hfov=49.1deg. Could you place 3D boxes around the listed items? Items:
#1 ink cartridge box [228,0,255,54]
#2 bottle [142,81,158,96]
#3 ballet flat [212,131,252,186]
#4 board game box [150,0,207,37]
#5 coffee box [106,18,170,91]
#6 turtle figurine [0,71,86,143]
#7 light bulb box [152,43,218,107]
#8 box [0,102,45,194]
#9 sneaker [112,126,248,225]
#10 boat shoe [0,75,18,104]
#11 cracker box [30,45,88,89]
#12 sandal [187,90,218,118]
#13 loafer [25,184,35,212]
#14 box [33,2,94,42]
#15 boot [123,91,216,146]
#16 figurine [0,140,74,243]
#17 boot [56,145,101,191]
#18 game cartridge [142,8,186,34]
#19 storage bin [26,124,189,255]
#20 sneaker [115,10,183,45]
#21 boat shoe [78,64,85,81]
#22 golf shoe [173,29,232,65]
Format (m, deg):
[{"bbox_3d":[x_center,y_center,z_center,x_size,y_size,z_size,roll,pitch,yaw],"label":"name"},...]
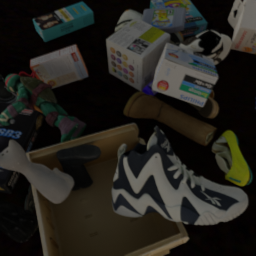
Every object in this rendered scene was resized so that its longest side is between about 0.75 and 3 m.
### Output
[{"bbox_3d":[4.749,-3.545,9.585,2.543,1.635,1.592,15,82,11],"label":"ink cartridge box"},{"bbox_3d":[0.877,-1.344,9.023,0.402,0.314,0.962,50,59,-6],"label":"bottle"},{"bbox_3d":[2.543,0.659,7.214,0.682,0.680,2.034,9,33,-3],"label":"ballet flat"},{"bbox_3d":[1.954,-4.456,11.161,1.552,0.482,2.055,-15,57,-10],"label":"board game box"},{"bbox_3d":[0.316,-2.392,9.146,1.445,1.459,1.461,34,63,21],"label":"coffee box"},{"bbox_3d":[-2.537,-0.601,7.567,2.779,1.399,2.080,33,21,5],"label":"turtle figurine"},{"bbox_3d":[1.448,-1.408,7.271,1.399,0.881,1.411,19,32,-2],"label":"light bulb box"},{"bbox_3d":[-3.970,0.362,7.808,2.515,0.625,2.496,10,57,6],"label":"box"},{"bbox_3d":[1.034,0.901,5.955,2.869,1.867,1.145,1,11,17],"label":"sneaker"},{"bbox_3d":[-4.501,-1.498,8.983,2.590,0.733,0.889,33,62,21],"label":"boat shoe"},{"bbox_3d":[-2.135,-1.861,8.772,1.513,1.014,0.436,-17,49,1],"label":"cracker box"},{"bbox_3d":[2.338,-0.894,8.536,0.677,0.755,2.058,10,31,-20],"label":"sandal"},{"bbox_3d":[-2.362,1.747,6.992,0.264,0.302,0.841,-10,49,8],"label":"loafer"},{"bbox_3d":[-2.494,-4.166,10.931,2.160,0.531,0.889,-29,60,-18],"label":"box"},{"bbox_3d":[1.202,-0.232,7.679,2.195,0.726,1.922,31,24,21],"label":"boot"},{"bbox_3d":[-2.237,1.224,5.556,1.732,1.690,0.746,-47,35,-3],"label":"figurine"},{"bbox_3d":[-1.060,1.005,6.757,1.049,1.273,0.418,-3,40,7],"label":"boot"},{"bbox_3d":[1.195,-3.670,9.610,1.488,0.301,0.992,3,68,15],"label":"game cartridge"},{"bbox_3d":[-0.498,1.688,6.413,2.884,1.361,2.904,-16,57,-12],"label":"storage bin"},{"bbox_3d":[0.702,-3.332,10.250,2.609,0.987,1.144,27,73,22],"label":"sneaker"},{"bbox_3d":[-1.669,-2.051,9.554,0.343,0.344,0.930,-20,55,12],"label":"boat shoe"},{"bbox_3d":[2.720,-2.577,9.043,2.828,1.336,1.099,-25,96,-33],"label":"golf shoe"}]
